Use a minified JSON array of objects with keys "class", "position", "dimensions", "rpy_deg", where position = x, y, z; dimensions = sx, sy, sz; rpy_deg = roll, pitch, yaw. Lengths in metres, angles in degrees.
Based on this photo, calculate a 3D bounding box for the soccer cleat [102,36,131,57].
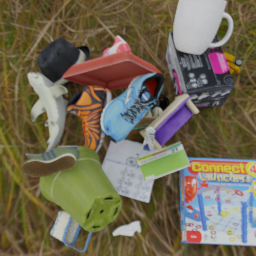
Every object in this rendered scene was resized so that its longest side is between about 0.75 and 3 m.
[{"class":"soccer cleat","position":[-0.796,-2.569,10.922],"dimensions":[0.749,2.245,0.858],"rpy_deg":[-27,83,-52]}]

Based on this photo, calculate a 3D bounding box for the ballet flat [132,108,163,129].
[{"class":"ballet flat","position":[0.774,-0.333,10.046],"dimensions":[2.354,0.798,0.851],"rpy_deg":[2,88,-29]}]

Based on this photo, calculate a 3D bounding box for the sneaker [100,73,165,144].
[{"class":"sneaker","position":[0.187,-0.760,8.459],"dimensions":[1.083,1.243,2.764],"rpy_deg":[41,65,-16]}]

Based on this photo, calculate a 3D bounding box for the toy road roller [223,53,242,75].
[{"class":"toy road roller","position":[4.159,-2.565,11.627],"dimensions":[0.995,0.611,0.726],"rpy_deg":[34,82,13]}]

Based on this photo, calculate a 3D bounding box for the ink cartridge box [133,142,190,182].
[{"class":"ink cartridge box","position":[1.032,1.052,8.368],"dimensions":[1.468,1.986,0.752],"rpy_deg":[-22,80,8]}]

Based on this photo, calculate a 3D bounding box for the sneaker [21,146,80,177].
[{"class":"sneaker","position":[-2.162,0.919,8.103],"dimensions":[1.729,0.580,0.776],"rpy_deg":[-13,24,16]}]

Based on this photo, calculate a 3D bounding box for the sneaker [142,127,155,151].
[{"class":"sneaker","position":[0.653,0.279,8.329],"dimensions":[0.328,0.813,0.469],"rpy_deg":[12,38,7]}]

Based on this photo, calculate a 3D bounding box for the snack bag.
[{"class":"snack bag","position":[0.054,1.385,9.965],"dimensions":[1.995,0.226,2.116],"rpy_deg":[14,66,12]}]

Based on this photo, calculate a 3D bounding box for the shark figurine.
[{"class":"shark figurine","position":[-2.272,-0.283,9.079],"dimensions":[1.853,1.294,3.101],"rpy_deg":[-1,94,30]}]

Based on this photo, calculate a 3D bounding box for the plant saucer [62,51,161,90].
[{"class":"plant saucer","position":[-0.443,-1.907,9.587],"dimensions":[2.619,2.624,0.482],"rpy_deg":[-7,83,30]}]

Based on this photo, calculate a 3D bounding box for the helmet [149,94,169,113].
[{"class":"helmet","position":[1.165,-0.838,10.771],"dimensions":[0.802,0.765,0.802],"rpy_deg":[12,32,-8]}]

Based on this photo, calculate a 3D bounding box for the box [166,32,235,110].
[{"class":"box","position":[2.645,-2.242,10.927],"dimensions":[1.847,1.603,2.795],"rpy_deg":[-9,66,-2]}]

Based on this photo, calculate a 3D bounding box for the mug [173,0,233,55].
[{"class":"mug","position":[2.567,-3.462,9.581],"dimensions":[2.046,1.794,1.510],"rpy_deg":[8,26,-7]}]

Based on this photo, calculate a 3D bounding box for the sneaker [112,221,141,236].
[{"class":"sneaker","position":[-0.034,3.371,9.169],"dimensions":[0.968,0.361,0.421],"rpy_deg":[-17,72,-7]}]

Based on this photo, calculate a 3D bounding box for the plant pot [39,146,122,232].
[{"class":"plant pot","position":[-1.252,1.950,8.445],"dimensions":[2.132,2.132,2.025],"rpy_deg":[-40,45,-16]}]

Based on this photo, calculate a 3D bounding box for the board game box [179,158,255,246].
[{"class":"board game box","position":[3.161,2.435,9.324],"dimensions":[2.770,0.774,2.713],"rpy_deg":[2,67,1]}]

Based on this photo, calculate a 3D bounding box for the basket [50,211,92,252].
[{"class":"basket","position":[-1.708,3.196,8.894],"dimensions":[1.250,0.869,1.102],"rpy_deg":[10,62,26]}]

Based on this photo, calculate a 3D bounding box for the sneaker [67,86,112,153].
[{"class":"sneaker","position":[-1.438,-0.262,9.239],"dimensions":[1.309,0.906,2.336],"rpy_deg":[7,96,-35]}]

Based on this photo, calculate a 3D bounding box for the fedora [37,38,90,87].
[{"class":"fedora","position":[-2.642,-2.613,10.734],"dimensions":[2.529,1.155,2.529],"rpy_deg":[-22,41,21]}]

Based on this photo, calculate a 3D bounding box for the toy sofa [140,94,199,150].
[{"class":"toy sofa","position":[1.456,-0.197,9.546],"dimensions":[2.030,0.991,0.841],"rpy_deg":[-43,101,-14]}]
